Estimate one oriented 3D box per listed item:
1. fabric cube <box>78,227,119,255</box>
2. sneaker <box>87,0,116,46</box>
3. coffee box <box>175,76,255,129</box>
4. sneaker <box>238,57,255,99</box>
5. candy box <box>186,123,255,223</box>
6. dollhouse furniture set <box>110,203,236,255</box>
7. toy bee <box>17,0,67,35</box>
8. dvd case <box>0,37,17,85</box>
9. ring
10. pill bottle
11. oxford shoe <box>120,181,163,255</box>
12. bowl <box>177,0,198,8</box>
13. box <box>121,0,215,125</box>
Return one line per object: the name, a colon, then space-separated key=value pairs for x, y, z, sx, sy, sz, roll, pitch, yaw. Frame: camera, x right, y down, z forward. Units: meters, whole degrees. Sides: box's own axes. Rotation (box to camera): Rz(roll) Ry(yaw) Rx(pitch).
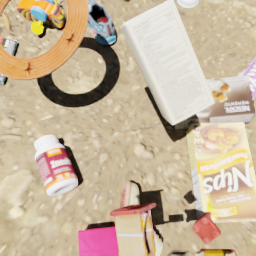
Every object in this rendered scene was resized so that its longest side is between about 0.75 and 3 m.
fabric cube: x=-0.675 y=2.953 z=6.822 sx=0.934 sy=0.919 sz=0.937 roll=-7 pitch=66 yaw=-3
sneaker: x=-1.135 y=-4.025 z=9.672 sx=0.935 sy=1.126 sz=2.357 roll=-33 pitch=71 yaw=-13
coffee box: x=2.400 y=-0.704 z=8.163 sx=2.139 sy=0.853 sz=1.223 roll=-4 pitch=71 yaw=11
sneaker: x=3.938 y=-1.721 z=8.630 sx=0.808 sy=1.271 sz=2.229 roll=32 pitch=72 yaw=11
candy box: x=2.555 y=1.183 z=7.664 sx=1.526 sy=0.731 sz=2.644 roll=-2 pitch=66 yaw=-2
dollhouse furniture set: x=0.640 y=1.590 z=4.069 sx=1.716 sy=0.698 sz=0.923 roll=-11 pitch=80 yaw=26
toy bee: x=-2.722 y=-3.829 z=9.701 sx=1.545 sy=1.283 sz=2.360 roll=-48 pitch=52 yaw=-5
dvd case: x=-5.079 y=-2.415 z=9.197 sx=2.355 sy=0.259 sz=1.719 roll=11 pitch=67 yaw=-11
ring: x=-2.195 y=-2.417 z=6.237 sx=2.759 sy=0.265 sz=2.759 roll=-2 pitch=80 yaw=14
pill bottle: x=-2.019 y=0.997 z=7.679 sx=0.865 sy=0.865 sz=1.532 roll=-24 pitch=69 yaw=-10
oxford shoe: x=0.311 y=2.691 z=6.995 sx=1.005 sy=0.964 sz=2.723 roll=-2 pitch=76 yaw=-7
bowl: x=2.258 y=-4.904 z=10.476 sx=0.779 sy=0.350 sz=0.779 roll=0 pitch=68 yaw=0
box: x=0.720 y=-1.169 z=5.170 sx=0.940 sy=0.770 sz=1.980 roll=-27 pitch=107 yaw=0
